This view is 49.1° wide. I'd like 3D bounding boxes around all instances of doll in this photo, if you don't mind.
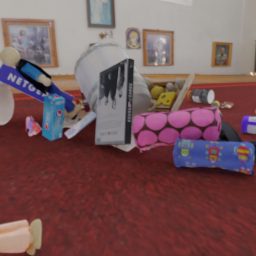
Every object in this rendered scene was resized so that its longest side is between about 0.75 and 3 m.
[{"bbox_3d":[-2.837,-1.505,9.171,0.714,2.946,2.010,-49,29,-6],"label":"doll"}]

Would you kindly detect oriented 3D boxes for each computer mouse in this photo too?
[{"bbox_3d":[2.670,0.172,8.335,2.007,0.764,2.899,-4,15,-10],"label":"computer mouse"}]

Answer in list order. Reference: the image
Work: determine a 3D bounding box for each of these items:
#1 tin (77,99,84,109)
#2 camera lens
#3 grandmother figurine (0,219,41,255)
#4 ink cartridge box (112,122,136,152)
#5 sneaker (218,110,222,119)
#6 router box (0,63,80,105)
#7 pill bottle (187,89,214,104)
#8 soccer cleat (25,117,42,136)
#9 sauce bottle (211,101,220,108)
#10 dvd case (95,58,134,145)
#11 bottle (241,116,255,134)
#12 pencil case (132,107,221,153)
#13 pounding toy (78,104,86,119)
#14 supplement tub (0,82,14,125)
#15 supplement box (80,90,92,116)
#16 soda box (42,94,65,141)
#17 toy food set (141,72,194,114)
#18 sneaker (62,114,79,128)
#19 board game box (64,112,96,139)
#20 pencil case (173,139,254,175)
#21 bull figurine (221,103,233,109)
[{"bbox_3d":[-2.501,-1.292,15.059,2.145,0.449,1.201,-8,12,-30],"label":"tin"},{"bbox_3d":[-0.623,-1.616,10.418,2.176,2.176,2.720,-10,58,-34],"label":"camera lens"},{"bbox_3d":[-1.966,1.413,3.331,1.673,1.015,0.507,6,44,-32],"label":"grandmother figurine"},{"bbox_3d":[-0.145,0.187,8.457,0.834,0.480,1.143,-35,31,-29],"label":"ink cartridge box"},{"bbox_3d":[2.946,-0.441,9.877,0.551,0.637,1.410,-10,-21,8],"label":"sneaker"},{"bbox_3d":[-3.547,-1.506,11.621,2.940,0.718,2.639,26,-1,-4],"label":"router box"},{"bbox_3d":[4.267,-1.903,16.682,1.488,0.790,0.790,13,19,42],"label":"pill bottle"},{"bbox_3d":[-3.465,-0.062,9.908,0.485,0.423,1.269,-36,34,-18],"label":"soccer cleat"},{"bbox_3d":[4.671,-1.228,14.887,0.379,0.379,1.171,6,13,24],"label":"sauce bottle"},{"bbox_3d":[-0.408,-0.633,7.788,0.275,2.220,1.669,5,-6,-32],"label":"dvd case"},{"bbox_3d":[4.864,-0.038,9.647,1.743,0.569,0.728,8,19,28],"label":"bottle"},{"bbox_3d":[1.260,0.060,7.284,2.224,1.042,1.009,-5,12,14],"label":"pencil case"},{"bbox_3d":[-1.868,-0.737,12.505,0.714,0.552,0.776,3,14,11],"label":"pounding toy"},{"bbox_3d":[-5.992,-0.973,11.034,2.370,1.718,1.718,2,14,7],"label":"supplement tub"},{"bbox_3d":[-1.683,-1.009,11.768,0.411,0.735,1.350,-13,38,-7],"label":"supplement box"},{"bbox_3d":[-2.388,-0.331,8.934,0.480,1.414,0.454,28,30,29],"label":"soda box"},{"bbox_3d":[1.097,-1.355,10.914,2.645,0.799,1.898,5,58,47],"label":"toy food set"},{"bbox_3d":[-2.440,-0.293,10.345,1.405,0.576,0.525,-15,54,-46],"label":"sneaker"},{"bbox_3d":[-1.441,-0.105,8.734,1.034,0.224,1.029,-39,4,0],"label":"board game box"},{"bbox_3d":[1.996,0.651,6.581,1.835,0.716,0.797,4,-12,17],"label":"pencil case"},{"bbox_3d":[5.259,-1.184,14.858,0.523,0.280,0.861,12,18,39],"label":"bull figurine"}]
